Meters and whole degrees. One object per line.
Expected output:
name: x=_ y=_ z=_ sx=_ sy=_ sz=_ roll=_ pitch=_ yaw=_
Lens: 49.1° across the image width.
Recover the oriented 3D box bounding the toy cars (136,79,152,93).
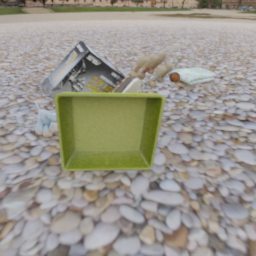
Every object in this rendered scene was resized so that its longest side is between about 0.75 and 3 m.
toy cars: x=0.641 y=-1.882 z=13.615 sx=0.333 sy=1.502 sz=0.673 roll=44 pitch=10 yaw=16

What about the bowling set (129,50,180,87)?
bowling set: x=1.268 y=-2.324 z=12.452 sx=1.764 sy=1.360 sz=2.534 roll=47 pitch=38 yaw=12

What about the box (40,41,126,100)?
box: x=-1.614 y=-1.780 z=11.153 sx=0.703 sy=2.303 sz=2.908 roll=53 pitch=14 yaw=30

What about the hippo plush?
hippo plush: x=-3.122 y=-0.204 z=11.304 sx=1.400 sy=1.115 sz=1.126 roll=27 pitch=4 yaw=17

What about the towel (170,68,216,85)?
towel: x=4.066 y=-3.314 z=17.561 sx=2.204 sy=0.531 sz=1.887 roll=-14 pitch=30 yaw=-26

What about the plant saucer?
plant saucer: x=-0.557 y=0.046 z=8.240 sx=2.876 sy=2.872 sz=0.689 roll=0 pitch=40 yaw=-7

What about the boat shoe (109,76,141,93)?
boat shoe: x=-0.410 y=-1.278 z=11.222 sx=2.097 sy=0.753 sz=0.624 roll=-45 pitch=56 yaw=-11
